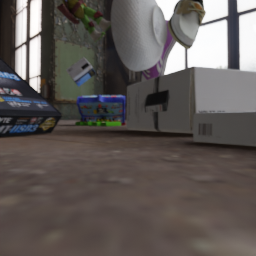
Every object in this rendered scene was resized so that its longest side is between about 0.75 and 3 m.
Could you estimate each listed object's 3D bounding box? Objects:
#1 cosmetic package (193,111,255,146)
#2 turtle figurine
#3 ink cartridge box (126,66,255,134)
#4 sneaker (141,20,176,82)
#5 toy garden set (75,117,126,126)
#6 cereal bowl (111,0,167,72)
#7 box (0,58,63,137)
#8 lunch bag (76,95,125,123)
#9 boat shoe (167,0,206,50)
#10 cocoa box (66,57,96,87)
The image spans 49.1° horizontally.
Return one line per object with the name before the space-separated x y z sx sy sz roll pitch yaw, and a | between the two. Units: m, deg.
cosmetic package | 1.837 0.005 3.458 1.231 0.422 1.633 2 0 -41
turtle figurine | -1.071 -3.243 7.548 1.162 1.566 1.615 -40 13 17
ink cartridge box | 1.494 -0.527 6.559 2.143 1.244 2.970 -1 2 -23
sneaker | 0.648 -2.580 10.049 1.564 2.742 0.994 -9 45 -31
toy garden set | -1.068 -0.301 12.376 1.992 0.398 1.661 2 3 42
cereal bowl | 0.453 -2.622 7.428 0.895 2.150 2.150 0 2 27
box | -2.681 -0.725 5.128 2.236 0.560 2.253 41 16 15
lunch bag | -1.198 -1.071 13.293 2.121 1.325 2.818 0 -11 0
boat shoe | 1.703 -3.184 7.911 0.882 2.360 0.807 25 -41 -21
cocoa box | -2.151 -2.555 12.813 1.041 0.694 0.683 -38 -27 -4
